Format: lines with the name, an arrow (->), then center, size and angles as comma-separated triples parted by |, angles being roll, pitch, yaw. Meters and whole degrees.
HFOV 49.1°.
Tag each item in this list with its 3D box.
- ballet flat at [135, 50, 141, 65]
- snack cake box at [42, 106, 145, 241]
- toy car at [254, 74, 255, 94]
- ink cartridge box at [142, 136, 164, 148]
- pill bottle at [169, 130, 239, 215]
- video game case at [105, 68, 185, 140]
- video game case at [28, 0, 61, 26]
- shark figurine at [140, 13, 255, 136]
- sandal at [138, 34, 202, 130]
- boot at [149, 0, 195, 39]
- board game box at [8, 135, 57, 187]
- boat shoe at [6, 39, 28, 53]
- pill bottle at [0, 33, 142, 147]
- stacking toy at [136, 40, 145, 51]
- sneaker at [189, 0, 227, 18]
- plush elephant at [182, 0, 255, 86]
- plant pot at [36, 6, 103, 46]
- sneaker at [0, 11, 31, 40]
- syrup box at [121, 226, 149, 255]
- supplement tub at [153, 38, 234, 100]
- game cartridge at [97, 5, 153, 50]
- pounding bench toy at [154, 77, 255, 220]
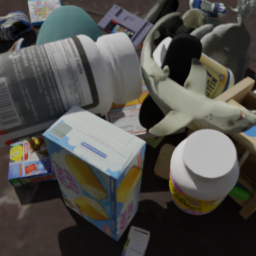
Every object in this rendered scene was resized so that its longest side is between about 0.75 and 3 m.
ballet flat -> -0.196, -1.982, 8.863 | 1.881, 0.669, 0.650 | -30, 95, -20
snack cake box -> -0.575, 0.974, 5.335 | 1.475, 2.566, 0.862 | 26, 54, 20
toy car -> 3.717, -0.834, 7.475 | 1.155, 1.064, 1.021 | -36, 21, -25
ink cartridge box -> 0.720, -0.471, 7.823 | 1.354, 0.446, 1.860 | 32, 59, 19
pill bottle -> 1.201, 0.771, 4.633 | 1.020, 1.957, 1.020 | -3, 63, 6
video game case -> 0.262, -0.737, 7.521 | 1.857, 0.227, 2.597 | -10, 48, -2
video game case -> -3.362, -4.815, 11.469 | 1.303, 0.162, 1.820 | -14, 53, -10
shark figurine -> 0.807, -0.763, 5.583 | 1.840, 1.285, 3.080 | -28, 66, -9
sandal -> 0.895, -0.889, 5.990 | 0.894, 2.381, 0.537 | 18, 37, -4
boot -> 1.826, -3.940, 10.306 | 1.581, 0.796, 2.115 | 22, 65, 19
board game box -> -2.227, 0.339, 7.243 | 1.492, 0.380, 2.204 | -9, 52, -7
boat shoe -> -3.612, -2.123, 8.766 | 0.737, 0.736, 2.037 | -10, 45, 3
pill bottle -> -1.334, -0.841, 5.521 | 2.929, 1.668, 1.668 | -18, 54, -13
stacking toy -> 0.452, -2.780, 9.875 | 0.758, 0.320, 0.686 | -36, 86, -22
sneaker -> 2.456, -3.608, 8.350 | 1.106, 0.446, 0.810 | 6, 7, -41
plush elephant -> 2.592, -2.560, 8.549 | 2.168, 2.632, 2.038 | 18, 13, -16
plant pot -> -1.657, -2.625, 8.055 | 2.059, 2.059, 1.387 | -6, 88, -5
sneaker -> -4.495, -3.568, 10.106 | 2.096, 0.807, 0.893 | -31, 62, -22
syrup box -> 0.090, 2.523, 5.503 | 0.416, 0.402, 1.022 | 14, 53, 11
supplement tub -> 1.442, -1.217, 6.791 | 1.838, 1.327, 1.327 | 26, 50, -17
game cartridge -> -0.103, -3.348, 9.289 | 1.623, 0.312, 1.052 | 33, 73, 14
pounding bench toy -> 2.305, 0.770, 6.000 | 2.907, 1.806, 2.268 | -31, 58, -22
